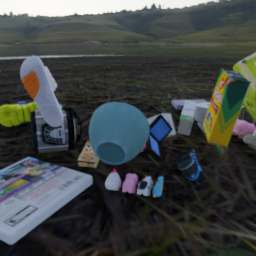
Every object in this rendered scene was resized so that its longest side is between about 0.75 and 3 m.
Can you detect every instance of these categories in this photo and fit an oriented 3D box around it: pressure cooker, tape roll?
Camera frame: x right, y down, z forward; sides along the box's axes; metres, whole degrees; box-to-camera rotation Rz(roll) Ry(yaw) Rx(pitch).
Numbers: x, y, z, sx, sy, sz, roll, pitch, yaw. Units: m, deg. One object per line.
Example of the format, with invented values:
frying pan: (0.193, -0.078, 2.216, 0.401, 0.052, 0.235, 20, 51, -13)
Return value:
pressure cooker: (-2.233, 0.053, 8.796, 1.565, 1.377, 1.398, -4, 56, -19)
tape roll: (3.945, -0.657, 12.174, 2.027, 0.670, 2.027, -1, 13, 0)

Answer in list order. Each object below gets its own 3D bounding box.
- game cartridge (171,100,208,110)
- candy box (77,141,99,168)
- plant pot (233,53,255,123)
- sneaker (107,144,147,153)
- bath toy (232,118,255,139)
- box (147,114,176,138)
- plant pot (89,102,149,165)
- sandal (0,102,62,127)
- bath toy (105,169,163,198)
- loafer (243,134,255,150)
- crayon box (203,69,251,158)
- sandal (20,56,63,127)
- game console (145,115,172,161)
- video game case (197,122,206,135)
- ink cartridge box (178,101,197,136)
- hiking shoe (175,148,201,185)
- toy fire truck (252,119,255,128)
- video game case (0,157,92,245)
game cartridge: (3.289, -1.216, 14.700, 1.823, 0.350, 1.181, -1, 15, -4)
candy box: (-1.114, 0.786, 8.528, 0.543, 0.260, 0.941, 5, 37, 11)
plant pot: (5.385, -1.689, 10.478, 2.306, 2.103, 2.317, -28, 45, 18)
sneaker: (-0.028, 0.409, 9.353, 1.566, 0.679, 0.577, 10, 21, 24)
bath toy: (4.021, -0.018, 9.929, 1.033, 0.878, 2.377, -23, 27, -20)
box: (1.002, 0.010, 9.499, 0.986, 0.751, 0.524, -20, -12, 41)
plant pot: (-0.314, 0.305, 7.137, 1.611, 1.611, 1.085, 3, 36, 10)
sandal: (-3.927, -0.680, 11.952, 2.931, 1.165, 1.276, 4, 15, 6)
bath toy: (0.131, 1.340, 6.879, 1.405, 0.519, 0.611, 5, -8, 14)
loafer: (4.091, 0.556, 8.545, 0.454, 0.397, 1.263, -45, 28, -3)
crayon box: (2.807, -0.462, 8.372, 0.590, 2.323, 1.475, 13, 22, 3)
sandal: (-2.333, -0.998, 7.885, 0.774, 2.019, 0.579, -18, 11, 17)
game console: (0.953, 0.316, 8.299, 0.641, 1.101, 0.969, -21, 56, 20)
video game case: (3.428, -0.001, 11.415, 0.925, 0.123, 1.295, 1, 20, 0)
ink cartridge box: (2.300, -0.397, 10.860, 0.464, 0.800, 1.104, 13, 49, 14)
hiking shoe: (1.677, 1.051, 7.705, 0.591, 0.689, 1.589, -30, 2, 18)
toy fire truck: (6.338, -0.529, 11.508, 2.237, 0.545, 1.578, -16, 4, -39)
video game case: (-2.538, 1.526, 6.712, 2.336, 0.295, 2.564, 11, 23, 28)
